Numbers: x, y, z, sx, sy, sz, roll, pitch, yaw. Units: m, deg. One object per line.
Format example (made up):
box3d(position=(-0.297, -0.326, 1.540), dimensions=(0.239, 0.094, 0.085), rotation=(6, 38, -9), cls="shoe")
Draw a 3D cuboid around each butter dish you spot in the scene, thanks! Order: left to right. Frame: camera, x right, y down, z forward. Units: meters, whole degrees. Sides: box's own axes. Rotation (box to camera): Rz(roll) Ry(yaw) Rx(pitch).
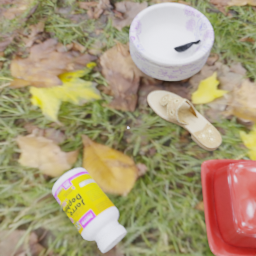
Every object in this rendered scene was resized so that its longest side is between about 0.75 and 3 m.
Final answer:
box3d(position=(3.588, 1.904, 7.421), dimensions=(2.797, 2.073, 2.805), rotation=(2, 62, 0), cls="butter dish")

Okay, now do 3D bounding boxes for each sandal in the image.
box3d(position=(1.917, -0.543, 9.300), dimensions=(1.104, 0.990, 3.010), rotation=(-40, 69, -18), cls="sandal")

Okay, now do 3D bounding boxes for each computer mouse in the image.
box3d(position=(2.028, -2.813, 9.771), dimensions=(0.946, 0.655, 0.249), rotation=(-21, 106, -15), cls="computer mouse")

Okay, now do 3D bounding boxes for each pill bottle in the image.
box3d(position=(-1.042, 2.244, 7.693), dimensions=(1.148, 1.148, 2.202), rotation=(-37, 66, -17), cls="pill bottle")

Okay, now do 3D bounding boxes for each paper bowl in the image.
box3d(position=(1.498, -2.995, 10.270), dimensions=(2.919, 1.518, 2.919), rotation=(0, 63, -1), cls="paper bowl")
